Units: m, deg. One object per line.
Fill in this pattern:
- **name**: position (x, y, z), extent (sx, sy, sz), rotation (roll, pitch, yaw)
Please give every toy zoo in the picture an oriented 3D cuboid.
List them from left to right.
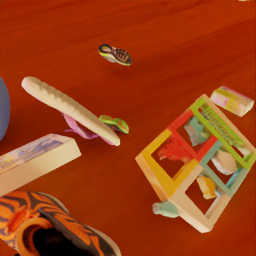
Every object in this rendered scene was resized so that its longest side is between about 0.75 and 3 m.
- **toy zoo**: position (1.473, 0.724, 5.935), extent (1.953, 0.305, 2.977), rotation (49, 56, 4)

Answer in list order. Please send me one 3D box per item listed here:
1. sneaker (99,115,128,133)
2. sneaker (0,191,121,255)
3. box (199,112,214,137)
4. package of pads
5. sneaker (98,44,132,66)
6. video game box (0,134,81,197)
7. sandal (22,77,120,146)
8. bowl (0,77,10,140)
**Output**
- **sneaker**: position (-0.382, -0.066, 7.426), extent (0.845, 0.354, 0.324), rotation (24, 43, -4)
- **sneaker**: position (-1.509, 1.603, 4.582), extent (2.881, 1.614, 1.118), rotation (15, 67, 22)
- **box**: position (2.008, -0.077, 7.482), extent (0.545, 0.213, 0.895), rotation (26, 46, 15)
- **package of pads**: position (2.960, -0.782, 7.990), extent (1.047, 0.357, 0.809), rotation (33, 36, 24)
- **sneaker**: position (-0.389, -2.382, 9.323), extent (1.263, 0.511, 0.467), rotation (31, 83, 21)
- **video game box**: position (-2.189, 0.730, 5.907), extent (1.939, 0.454, 1.767), rotation (-27, 13, -26)
- **sandal**: position (-1.336, -0.249, 6.536), extent (2.602, 0.640, 1.059), rotation (36, 8, -20)
- **bowl**: position (-3.712, -0.477, 6.758), extent (2.055, 2.055, 0.403), rotation (26, 13, 24)
